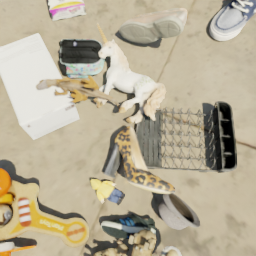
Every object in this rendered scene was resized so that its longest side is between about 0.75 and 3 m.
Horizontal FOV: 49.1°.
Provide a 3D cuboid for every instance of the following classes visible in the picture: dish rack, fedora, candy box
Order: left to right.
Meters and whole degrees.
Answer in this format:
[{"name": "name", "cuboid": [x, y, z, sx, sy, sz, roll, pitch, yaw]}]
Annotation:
[{"name": "candy box", "cuboid": [-2.352, -4.842, 10.194, 1.240, 0.555, 1.818, -15, 67, -8]}, {"name": "fedora", "cuboid": [1.182, 2.138, 6.939, 1.145, 1.012, 0.517, 39, 105, -12]}, {"name": "dish rack", "cuboid": [1.538, 0.251, 7.798, 2.641, 0.720, 2.026, 3, 65, 2]}]

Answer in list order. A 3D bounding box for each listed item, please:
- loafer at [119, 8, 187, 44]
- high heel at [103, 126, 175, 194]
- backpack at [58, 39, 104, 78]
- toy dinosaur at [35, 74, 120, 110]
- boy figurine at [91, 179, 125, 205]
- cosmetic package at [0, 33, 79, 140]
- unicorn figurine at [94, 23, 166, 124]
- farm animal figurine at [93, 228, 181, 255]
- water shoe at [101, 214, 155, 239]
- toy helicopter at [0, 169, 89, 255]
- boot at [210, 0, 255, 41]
[{"name": "loafer", "cuboid": [0.775, -3.189, 8.696, 2.354, 0.846, 0.740, 10, 62, 42]}, {"name": "high heel", "cuboid": [0.411, 0.757, 7.096, 2.085, 0.744, 1.486, 14, 76, 34]}, {"name": "backpack", "cuboid": [-1.406, -2.172, 8.728, 1.317, 0.992, 1.169, -5, 62, -1]}, {"name": "toy dinosaur", "cuboid": [-1.109, -1.016, 7.468, 2.529, 1.343, 0.764, 16, 97, -16]}, {"name": "boy figurine", "cuboid": [-0.591, 1.673, 7.364, 0.973, 0.313, 0.605, 26, 69, 12]}, {"name": "cosmetic package", "cuboid": [-2.716, -1.252, 8.262, 1.567, 1.127, 2.778, -24, 69, -10]}, {"name": "unicorn figurine", "cuboid": [-0.181, -1.395, 8.303, 2.844, 1.050, 1.954, 30, 77, 3]}, {"name": "farm animal figurine", "cuboid": [0.126, 3.035, 6.388, 1.763, 0.919, 1.743, 31, 93, 24]}, {"name": "water shoe", "cuboid": [0.009, 2.450, 7.008, 1.346, 0.481, 0.531, 8, 38, 5]}, {"name": "toy helicopter", "cuboid": [-2.414, 2.324, 6.680, 2.972, 1.172, 1.965, 18, 60, -5]}, {"name": "boot", "cuboid": [3.899, -4.273, 9.519, 1.053, 1.307, 2.894, 39, 71, 16]}]
